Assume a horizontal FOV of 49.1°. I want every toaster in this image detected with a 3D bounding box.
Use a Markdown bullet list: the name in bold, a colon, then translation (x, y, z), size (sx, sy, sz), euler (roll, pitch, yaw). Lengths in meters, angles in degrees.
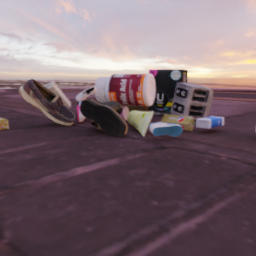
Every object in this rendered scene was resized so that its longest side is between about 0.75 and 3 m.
- **toaster**: translation (3.157, -1.262, 13.716), size (1.820, 1.646, 1.080), euler (3, 17, -24)

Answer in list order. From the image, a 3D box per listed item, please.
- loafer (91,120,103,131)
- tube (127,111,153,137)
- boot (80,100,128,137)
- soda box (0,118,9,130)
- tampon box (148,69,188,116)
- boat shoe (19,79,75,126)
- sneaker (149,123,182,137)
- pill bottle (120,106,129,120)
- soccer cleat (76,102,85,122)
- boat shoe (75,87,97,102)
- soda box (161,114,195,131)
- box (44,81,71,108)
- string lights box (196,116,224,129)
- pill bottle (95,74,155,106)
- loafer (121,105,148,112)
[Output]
- **loafer**: translation (-1.029, -0.077, 11.028), size (1.066, 0.405, 0.359), euler (17, 33, 29)
- **tube**: translation (0.485, -0.305, 11.125), size (0.651, 0.728, 2.508), euler (-22, 12, -7)
- **boot**: translation (-0.492, -0.544, 10.832), size (1.662, 0.931, 2.402), euler (-10, 36, -46)
- **soda box**: translation (-5.378, -0.187, 11.654), size (0.366, 0.387, 1.142), euler (-10, 15, -44)
- **tampon box**: translation (2.203, -1.976, 15.474), size (1.857, 2.478, 1.564), euler (4, 12, 23)
- **boat shoe**: translation (-3.190, -1.041, 11.655), size (0.854, 2.637, 0.948), euler (-37, 31, 27)
- **sneaker**: translation (1.301, 0.013, 9.542), size (1.197, 0.458, 0.483), euler (3, 24, -22)
- **pill bottle**: translation (-0.621, -0.704, 13.598), size (1.188, 0.674, 0.674), euler (1, 10, 21)
- **soccer cleat**: translation (-2.043, -0.835, 13.187), size (0.783, 0.634, 1.814), euler (-1, 27, -7)
- **boat shoe**: translation (-1.833, -1.477, 11.998), size (1.005, 0.370, 0.328), euler (-33, -14, -1)
- **soda box**: translation (2.000, -0.222, 11.298), size (1.289, 0.437, 0.413), euler (7, 55, 38)
- **box**: translation (-3.202, -1.395, 12.686), size (0.566, 1.377, 0.471), euler (-24, 40, 10)
- **string lights box**: translation (3.176, -0.223, 10.818), size (1.105, 0.326, 0.568), euler (-9, 13, -41)
- **pill bottle**: translation (-0.149, -1.799, 13.234), size (2.621, 1.496, 1.496), euler (3, 11, 21)
- **loafer**: translation (0.849, -1.594, 16.854), size (2.785, 1.059, 0.939), euler (-14, -18, -23)
